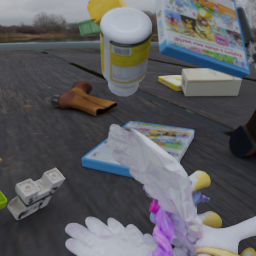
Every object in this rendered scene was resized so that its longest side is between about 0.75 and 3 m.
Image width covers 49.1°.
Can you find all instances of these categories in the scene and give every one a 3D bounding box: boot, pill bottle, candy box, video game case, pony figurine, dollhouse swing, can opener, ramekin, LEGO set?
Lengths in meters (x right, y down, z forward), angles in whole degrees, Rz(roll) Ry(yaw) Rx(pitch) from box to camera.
[{"bbox_3d":[-1.361,-1.143,10.293,2.185,0.748,2.057,13,24,29],"label":"boot"},{"bbox_3d":[-0.077,-1.570,6.187,1.036,1.850,1.036,2,58,-3],"label":"pill bottle"},{"bbox_3d":[2.441,-2.241,13.791,1.196,0.309,2.339,-8,22,-11],"label":"candy box"},{"bbox_3d":[1.406,-2.475,5.575,2.040,2.850,0.254,9,-23,-28],"label":"video game case"},{"bbox_3d":[0.603,1.137,3.232,2.189,1.888,2.267,30,21,32],"label":"pony figurine"},{"bbox_3d":[-0.387,-3.366,8.635,1.247,1.206,1.372,-26,50,9],"label":"dollhouse swing"},{"bbox_3d":[4.166,-3.029,9.495,0.753,2.267,0.597,-22,-10,12],"label":"can opener"},{"bbox_3d":[3.275,-0.119,5.972,1.107,2.285,0.854,-4,63,-25],"label":"boot"},{"bbox_3d":[-1.428,-3.986,11.099,1.081,0.528,1.081,-12,16,3],"label":"ramekin"},{"bbox_3d":[-2.485,1.216,3.790,1.137,1.223,2.980,44,33,18],"label":"LEGO set"},{"bbox_3d":[0.392,0.441,6.795,1.903,0.237,2.659,8,22,22],"label":"video game case"}]

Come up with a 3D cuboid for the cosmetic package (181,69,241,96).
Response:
[{"bbox_3d":[3.495,-1.962,12.020,2.241,0.819,1.160,-2,37,-2],"label":"cosmetic package"}]
